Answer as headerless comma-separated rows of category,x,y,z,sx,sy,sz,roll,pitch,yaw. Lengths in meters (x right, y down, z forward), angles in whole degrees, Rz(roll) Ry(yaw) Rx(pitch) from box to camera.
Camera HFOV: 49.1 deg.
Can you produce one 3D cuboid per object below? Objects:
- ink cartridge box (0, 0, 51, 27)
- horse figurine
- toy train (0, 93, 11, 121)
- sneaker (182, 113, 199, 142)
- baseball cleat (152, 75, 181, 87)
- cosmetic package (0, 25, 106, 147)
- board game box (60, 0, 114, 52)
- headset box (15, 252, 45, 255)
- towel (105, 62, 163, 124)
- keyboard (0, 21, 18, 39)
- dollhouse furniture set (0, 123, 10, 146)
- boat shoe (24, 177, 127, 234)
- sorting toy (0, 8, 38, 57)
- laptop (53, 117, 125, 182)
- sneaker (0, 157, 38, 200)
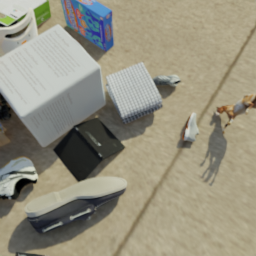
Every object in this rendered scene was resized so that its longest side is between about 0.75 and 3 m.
ink cartridge box,-4.475,-4.576,11.145,1.655,0.848,2.240,29,58,14
horse figurine,3.559,-0.593,8.765,0.489,1.958,1.297,42,44,-11
toy train,-4.530,-1.141,9.936,0.465,0.346,2.029,-20,65,3
sneaker,2.167,0.003,9.365,0.480,0.395,1.044,20,72,1
baseball cleat,1.360,-1.676,10.088,1.079,0.376,0.575,-13,33,-6
cosmetic package,-2.459,-1.278,8.926,2.669,2.220,2.234,-36,69,-16
board game box,-1.565,-4.163,10.651,2.263,1.721,0.509,37,69,17
headset box,-2.135,4.409,6.846,1.737,0.877,2.337,6,64,3
towel,0.157,-1.176,9.676,1.538,0.795,1.857,-23,61,-2
keyboard,-5.161,-3.731,11.169,1.045,0.398,2.008,30,69,12
dollhouse furniture set,-5.779,-0.464,8.673,2.997,1.950,2.753,-25,66,-12
boat shoe,-1.399,2.215,8.134,2.931,1.065,0.919,-15,107,-13
sorting toy,-3.709,-2.723,9.373,1.403,2.363,2.625,35,58,4
laptop,-1.269,0.672,9.162,1.631,0.945,1.527,-25,63,-43
sneaker,-3.733,1.797,8.169,2.266,0.857,0.993,-35,69,-15
